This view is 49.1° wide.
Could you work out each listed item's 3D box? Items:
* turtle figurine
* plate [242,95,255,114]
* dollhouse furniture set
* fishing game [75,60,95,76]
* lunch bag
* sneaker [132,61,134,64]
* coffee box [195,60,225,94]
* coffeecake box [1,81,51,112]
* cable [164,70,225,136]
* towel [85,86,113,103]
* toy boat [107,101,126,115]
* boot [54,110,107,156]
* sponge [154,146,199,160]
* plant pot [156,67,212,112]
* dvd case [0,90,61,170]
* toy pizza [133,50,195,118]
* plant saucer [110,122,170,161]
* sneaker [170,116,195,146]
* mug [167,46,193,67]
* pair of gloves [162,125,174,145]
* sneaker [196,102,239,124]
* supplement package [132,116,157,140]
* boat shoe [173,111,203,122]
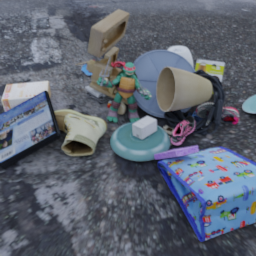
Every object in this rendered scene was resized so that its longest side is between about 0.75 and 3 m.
[{"bbox_3d":[-0.063,-1.385,10.206,1.940,2.592,1.305,13,39,8],"label":"turtle figurine"},{"bbox_3d":[5.471,-0.977,11.345,1.592,0.203,1.592,-24,25,12],"label":"plate"},{"bbox_3d":[0.036,-2.571,11.058,2.419,2.969,2.823,26,43,7],"label":"dollhouse furniture set"},{"bbox_3d":[-1.613,-3.115,14.515,1.741,0.378,2.431,-25,43,-33],"label":"fishing game"},{"bbox_3d":[2.280,1.357,7.877,2.172,1.357,2.885,-13,29,-13],"label":"lunch bag"},{"bbox_3d":[0.833,-2.554,12.903,0.795,1.099,2.250,32,25,26],"label":"sneaker"},{"bbox_3d":[3.484,-2.180,12.204,1.160,1.149,1.162,11,-4,15],"label":"coffee box"},{"bbox_3d":[-4.248,-1.333,11.840,1.786,0.652,1.371,-6,37,-9],"label":"coffeecake box"},{"bbox_3d":[2.505,-1.010,10.617,2.143,0.667,2.627,6,71,20],"label":"cable"},{"bbox_3d":[-1.130,-1.574,12.313,1.007,0.520,1.216,31,45,33],"label":"towel"},{"bbox_3d":[-0.453,-0.871,11.197,0.756,0.636,0.351,15,47,7],"label":"toy boat"},{"bbox_3d":[-2.002,0.164,9.635,2.230,0.804,1.724,11,33,7],"label":"boot"},{"bbox_3d":[1.418,0.758,8.458,0.773,0.207,1.387,-10,-5,-23],"label":"sponge"},{"bbox_3d":[2.082,-1.368,10.036,1.677,1.570,1.570,-2,36,-18],"label":"plant pot"},{"bbox_3d":[-3.583,-0.089,9.901,2.136,0.263,2.994,-29,41,-3],"label":"dvd case"},{"bbox_3d":[1.443,-1.812,11.551,2.981,0.472,2.981,2,76,-7],"label":"toy pizza"},{"bbox_3d":[0.417,0.350,9.681,2.087,0.286,2.087,0,35,0],"label":"plant saucer"},{"bbox_3d":[1.900,-0.004,9.669,0.506,0.611,1.281,23,62,33],"label":"sneaker"},{"bbox_3d":[2.057,-2.653,12.661,1.957,1.716,1.445,-28,41,-26],"label":"mug"},{"bbox_3d":[1.427,0.267,10.108,0.774,0.160,0.911,27,45,31],"label":"pair of gloves"},{"bbox_3d":[3.437,-0.542,10.769,1.645,0.663,0.614,7,37,8],"label":"sneaker"},{"bbox_3d":[0.567,-0.012,9.540,0.759,0.455,0.460,-29,38,-34],"label":"supplement package"},{"bbox_3d":[2.305,-0.376,10.687,1.309,0.449,0.551,8,30,9],"label":"boat shoe"}]
